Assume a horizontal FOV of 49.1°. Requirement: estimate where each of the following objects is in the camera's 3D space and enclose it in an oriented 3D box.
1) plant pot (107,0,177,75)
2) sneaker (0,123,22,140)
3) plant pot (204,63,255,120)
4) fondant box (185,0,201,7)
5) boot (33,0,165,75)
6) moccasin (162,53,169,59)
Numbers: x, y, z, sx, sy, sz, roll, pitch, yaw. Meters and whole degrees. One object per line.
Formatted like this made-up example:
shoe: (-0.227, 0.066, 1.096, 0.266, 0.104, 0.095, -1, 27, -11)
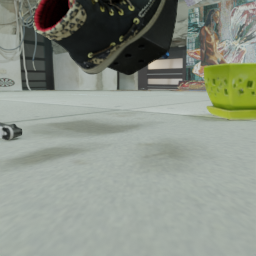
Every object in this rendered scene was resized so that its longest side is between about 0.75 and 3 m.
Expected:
plant pot: (-0.088, -2.740, 7.334, 2.256, 2.001, 2.250, 14, -27, -42)
sneaker: (-2.926, 0.056, 6.667, 1.125, 0.374, 0.509, 11, 11, 35)
plant pot: (4.100, -1.336, 10.210, 2.133, 1.936, 2.123, -1, 10, -9)
fondant box: (1.753, -4.096, 7.494, 0.942, 1.306, 0.380, -38, 19, -15)
boot: (-0.328, -1.910, 4.387, 0.775, 2.147, 1.622, 47, 9, 19)
moccasin: (0.927, -3.276, 11.320, 1.576, 0.538, 0.634, 37, 25, -5)
